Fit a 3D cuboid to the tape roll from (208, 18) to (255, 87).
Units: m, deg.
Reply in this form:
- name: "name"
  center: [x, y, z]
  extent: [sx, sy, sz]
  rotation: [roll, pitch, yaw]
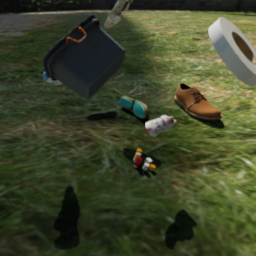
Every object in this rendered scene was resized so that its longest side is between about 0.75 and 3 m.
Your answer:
- name: "tape roll"
  center: [3.043, -2.087, 7.723]
  extent: [2.109, 0.385, 2.109]
  rotation: [26, 46, -29]

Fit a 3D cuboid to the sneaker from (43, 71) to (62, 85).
- name: "sneaker"
  center: [-2.183, -1.713, 8.408]
  extent: [0.642, 0.637, 1.772]
  rotation: [4, 19, -11]

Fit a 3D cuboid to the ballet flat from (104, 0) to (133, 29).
- name: "ballet flat"
  center: [-0.371, -4.580, 11.095]
  extent: [0.506, 1.584, 0.599]
  rotation: [34, 8, 11]

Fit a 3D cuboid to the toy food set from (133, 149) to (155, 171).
- name: "toy food set"
  center: [0.448, 1.127, 8.969]
  extent: [0.423, 0.398, 0.885]
  rotation: [-10, 46, -44]

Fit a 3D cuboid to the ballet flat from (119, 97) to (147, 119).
- name: "ballet flat"
  center: [0.392, -0.917, 12.392]
  extent: [0.695, 0.651, 1.920]
  rotation: [1, 19, -39]

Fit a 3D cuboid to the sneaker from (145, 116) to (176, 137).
- name: "sneaker"
  center: [0.889, -0.106, 7.540]
  extent: [1.100, 0.485, 0.447]
  rotation: [-22, 78, -49]

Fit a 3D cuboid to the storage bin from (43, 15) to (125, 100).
- name: "storage bin"
  center: [-0.818, -1.427, 5.827]
  extent: [1.035, 1.122, 1.541]
  rotation: [39, 69, 6]

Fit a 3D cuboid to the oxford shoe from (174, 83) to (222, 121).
- name: "oxford shoe"
  center: [3.003, -1.188, 12.347]
  extent: [1.032, 1.031, 2.892]
  rotation: [-14, 34, -26]
